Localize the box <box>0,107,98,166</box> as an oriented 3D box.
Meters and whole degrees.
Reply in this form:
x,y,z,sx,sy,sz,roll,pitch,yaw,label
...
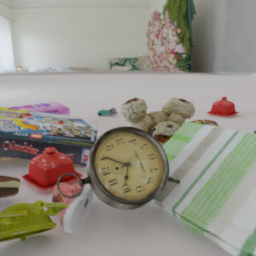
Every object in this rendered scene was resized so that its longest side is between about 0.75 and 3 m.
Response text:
x,y,z,sx,sy,sz,roll,pitch,yaw,label
-2.350,0.179,7.651,2.986,0.563,2.039,7,21,-7,box

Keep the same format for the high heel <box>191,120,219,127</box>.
x,y,z,sx,sy,sz,roll,pitch,yaw,label
2.460,0.135,8.902,1.810,0.646,1.290,22,19,36,high heel

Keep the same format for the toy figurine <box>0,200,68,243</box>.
x,y,z,sx,sy,sz,roll,pitch,yaw,label
-2.386,0.774,3.632,2.783,1.468,1.667,-3,53,-35,toy figurine

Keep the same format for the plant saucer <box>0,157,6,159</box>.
x,y,z,sx,sy,sz,roll,pitch,yaw,label
-3.899,0.172,7.926,2.505,0.444,2.505,20,25,-10,plant saucer

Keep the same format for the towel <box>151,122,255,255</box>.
x,y,z,sx,sy,sz,roll,pitch,yaw,label
1.552,0.861,5.031,2.160,0.444,2.895,-42,31,-21,towel

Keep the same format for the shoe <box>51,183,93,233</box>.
x,y,z,sx,sy,sz,roll,pitch,yaw,label
-1.048,1.322,4.796,0.626,0.492,1.377,4,10,6,shoe

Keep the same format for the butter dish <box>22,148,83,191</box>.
x,y,z,sx,sy,sz,roll,pitch,yaw,label
-1.685,0.813,6.161,1.045,0.774,1.048,12,19,42,butter dish

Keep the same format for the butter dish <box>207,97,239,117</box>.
x,y,z,sx,sy,sz,roll,pitch,yaw,label
4.398,-1.012,12.924,1.179,0.871,1.175,14,21,41,butter dish

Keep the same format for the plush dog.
x,y,z,sx,sy,sz,roll,pitch,yaw,label
0.884,0.248,7.516,2.150,1.725,1.846,-1,34,-17,plush dog

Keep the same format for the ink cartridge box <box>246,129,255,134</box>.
x,y,z,sx,sy,sz,roll,pitch,yaw,label
3.547,0.471,7.043,1.478,0.612,1.077,-18,29,-22,ink cartridge box

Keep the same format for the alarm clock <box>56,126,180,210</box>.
x,y,z,sx,sy,sz,roll,pitch,yaw,label
-0.215,0.753,4.831,2.047,1.381,0.682,-12,-22,-25,alarm clock

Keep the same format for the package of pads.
x,y,z,sx,sy,sz,roll,pitch,yaw,label
-3.549,-0.444,10.782,2.282,0.863,1.375,-12,16,-39,package of pads

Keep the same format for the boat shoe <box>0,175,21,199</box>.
x,y,z,sx,sy,sz,roll,pitch,yaw,label
-2.963,1.210,4.689,2.246,0.831,0.829,9,-9,-42,boat shoe

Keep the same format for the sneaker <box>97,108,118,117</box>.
x,y,z,sx,sy,sz,roll,pitch,yaw,label
-0.940,-0.644,12.870,0.914,0.340,0.400,-7,-25,17,sneaker
